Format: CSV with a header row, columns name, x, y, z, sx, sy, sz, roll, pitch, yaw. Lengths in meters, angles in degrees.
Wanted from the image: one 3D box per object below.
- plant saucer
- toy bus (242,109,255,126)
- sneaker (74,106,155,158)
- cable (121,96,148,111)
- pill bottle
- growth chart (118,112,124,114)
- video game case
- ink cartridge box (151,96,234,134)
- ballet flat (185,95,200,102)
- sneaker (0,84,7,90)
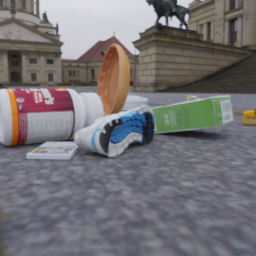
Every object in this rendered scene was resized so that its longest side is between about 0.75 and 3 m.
name,x,y,z,sx,sy,sz,roll,pitch,yaw
plant saucer,-0.574,-1.680,10.709,0.542,2.894,2.894,6,6,-21
toy bus,5.075,-0.380,10.391,1.505,0.589,0.490,3,8,16
sneaker,-0.259,0.005,6.898,1.156,1.000,2.668,-1,7,33
cable,-0.134,-1.280,15.064,2.373,0.821,2.372,2,3,13
pill bottle,-2.060,-0.337,7.490,2.562,1.403,1.403,-5,10,-31
growth chart,0.350,-0.583,12.935,2.494,0.221,1.805,7,12,38
video game case,-1.610,0.498,6.315,0.897,0.113,1.253,1,9,3
ink cartridge box,1.630,-0.351,8.767,2.821,0.837,1.465,-7,3,40
ballet flat,3.039,-1.145,12.517,1.324,0.468,0.468,15,-3,-40
sneaker,-6.352,-1.456,14.257,1.076,1.528,2.877,-3,9,-19
